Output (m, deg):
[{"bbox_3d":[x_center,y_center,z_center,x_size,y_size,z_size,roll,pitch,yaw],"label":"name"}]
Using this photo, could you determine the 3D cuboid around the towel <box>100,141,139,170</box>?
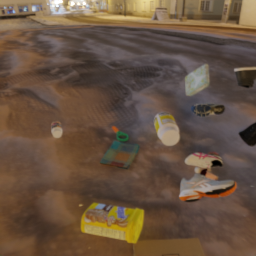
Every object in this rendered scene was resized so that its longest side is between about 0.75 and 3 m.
[{"bbox_3d":[-0.345,1.200,12.824,1.359,0.201,1.853,8,30,16],"label":"towel"}]

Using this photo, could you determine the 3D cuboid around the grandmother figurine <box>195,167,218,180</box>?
[{"bbox_3d":[2.574,1.566,9.329,0.781,0.237,0.474,30,71,11],"label":"grandmother figurine"}]

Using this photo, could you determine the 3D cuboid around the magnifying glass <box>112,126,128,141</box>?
[{"bbox_3d":[-0.468,0.284,14.519,0.574,0.161,1.441,-14,31,-23],"label":"magnifying glass"}]

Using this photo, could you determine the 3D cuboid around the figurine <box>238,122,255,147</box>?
[{"bbox_3d":[5.279,-0.071,10.665,1.660,1.620,0.715,-3,52,-48],"label":"figurine"}]

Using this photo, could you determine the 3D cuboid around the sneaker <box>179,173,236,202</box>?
[{"bbox_3d":[1.941,1.401,7.032,1.434,0.543,0.659,-16,52,25],"label":"sneaker"}]

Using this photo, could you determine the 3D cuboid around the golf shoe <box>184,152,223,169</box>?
[{"bbox_3d":[3.252,1.416,12.028,1.626,0.590,0.749,-3,29,-6],"label":"golf shoe"}]

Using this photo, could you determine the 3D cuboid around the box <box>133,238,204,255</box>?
[{"bbox_3d":[1.255,4.113,7.520,2.067,0.269,2.529,-2,29,-3],"label":"box"}]

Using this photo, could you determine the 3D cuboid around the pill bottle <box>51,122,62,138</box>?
[{"bbox_3d":[-3.679,0.103,14.439,0.546,0.546,0.938,-8,30,-14],"label":"pill bottle"}]

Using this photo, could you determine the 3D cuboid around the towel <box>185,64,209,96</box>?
[{"bbox_3d":[3.096,-2.136,12.634,0.311,1.292,1.106,20,59,-30],"label":"towel"}]

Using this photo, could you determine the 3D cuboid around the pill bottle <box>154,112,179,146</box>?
[{"bbox_3d":[1.929,0.043,14.007,1.061,1.061,1.857,-2,29,-3],"label":"pill bottle"}]

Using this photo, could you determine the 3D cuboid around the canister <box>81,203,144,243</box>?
[{"bbox_3d":[-0.476,2.959,8.872,1.718,0.744,1.276,5,8,14],"label":"canister"}]

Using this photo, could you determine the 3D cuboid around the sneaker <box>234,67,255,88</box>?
[{"bbox_3d":[3.915,-1.578,8.775,1.269,0.629,0.449,-7,7,-14],"label":"sneaker"}]

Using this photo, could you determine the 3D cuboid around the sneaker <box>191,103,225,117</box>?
[{"bbox_3d":[4.608,-1.115,16.585,2.049,0.789,0.873,1,18,-13],"label":"sneaker"}]
